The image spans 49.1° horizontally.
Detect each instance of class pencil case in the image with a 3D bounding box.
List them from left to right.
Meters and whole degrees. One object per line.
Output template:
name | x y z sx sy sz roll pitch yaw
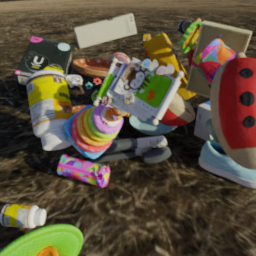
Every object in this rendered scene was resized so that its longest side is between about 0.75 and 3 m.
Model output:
pencil case | -1.475 1.412 9.258 1.810 0.800 0.800 10 32 21
pencil case | 3.261 -1.455 8.541 1.272 1.272 2.878 -30 75 -40

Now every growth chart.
growth chart | 0.175 -0.885 6.158 1.930 1.397 0.171 22 4 32

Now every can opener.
can opener | 0.075 0.877 10.179 2.942 0.785 0.984 -7 30 -10

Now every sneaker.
sneaker | 3.805 1.146 9.349 2.849 1.167 1.053 13 35 21

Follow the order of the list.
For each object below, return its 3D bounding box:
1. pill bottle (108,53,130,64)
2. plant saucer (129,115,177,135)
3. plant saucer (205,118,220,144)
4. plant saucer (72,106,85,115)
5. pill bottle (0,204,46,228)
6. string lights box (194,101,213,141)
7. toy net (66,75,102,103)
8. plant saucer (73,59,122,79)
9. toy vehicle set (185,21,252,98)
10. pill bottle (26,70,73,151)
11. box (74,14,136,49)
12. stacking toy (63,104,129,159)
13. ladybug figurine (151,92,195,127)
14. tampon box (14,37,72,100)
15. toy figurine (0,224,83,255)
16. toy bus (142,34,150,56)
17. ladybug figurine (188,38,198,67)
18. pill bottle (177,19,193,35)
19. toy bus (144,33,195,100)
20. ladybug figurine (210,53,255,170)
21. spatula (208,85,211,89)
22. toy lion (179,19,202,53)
pill bottle | -0.602 -3.368 16.594 1.481 1.481 2.702 0 31 1
plant saucer | 1.115 -0.168 12.288 2.130 0.410 2.130 0 30 0
plant saucer | 3.896 0.473 9.878 2.607 2.607 0.502 20 74 30
plant saucer | -2.212 -0.607 13.181 1.544 0.249 1.544 -1 31 0
pill bottle | -2.883 2.438 7.739 1.095 0.598 0.598 3 31 4
string lights box | 4.040 -0.604 12.041 2.718 1.397 0.801 -24 38 -34
toy net | -1.326 -1.366 8.966 1.346 0.706 0.260 26 17 -24
plant saucer | -1.033 -2.387 11.396 2.401 0.387 2.401 8 23 -3
toy vehicle set | 3.078 -2.261 9.859 1.603 2.580 0.342 22 40 18
pill bottle | -2.382 -0.519 8.732 1.261 1.261 2.309 -10 75 -16
box | -1.003 -4.168 12.064 2.543 0.869 1.045 -17 21 -7
stacking toy | -0.624 -0.168 7.489 1.327 1.403 2.417 -46 9 -34
ladybug figurine | 0.899 -0.724 7.498 2.442 0.878 1.657 29 20 -49
tampon box | -3.186 -2.211 10.848 1.607 1.354 2.144 10 55 -6
toy figurine | -1.512 3.640 4.913 2.804 2.105 2.580 -34 50 -12
toy bus | 0.812 -3.567 12.093 0.349 0.290 0.891 -5 75 0
ladybug figurine | 3.138 -3.283 12.429 0.680 1.889 1.282 10 -7 -18
pill bottle | 2.495 -4.353 12.128 0.640 0.640 1.144 2 19 3
toy bus | 1.739 -2.388 11.475 0.912 2.803 1.097 -26 6 22
ladybug figurine | 2.975 -0.417 6.617 1.942 2.862 1.029 -14 -2 -15
spatula | 2.894 -1.062 9.266 0.101 0.279 0.986 -21 61 4
toy lion | 2.222 -3.202 10.005 0.465 1.354 1.298 41 58 12
